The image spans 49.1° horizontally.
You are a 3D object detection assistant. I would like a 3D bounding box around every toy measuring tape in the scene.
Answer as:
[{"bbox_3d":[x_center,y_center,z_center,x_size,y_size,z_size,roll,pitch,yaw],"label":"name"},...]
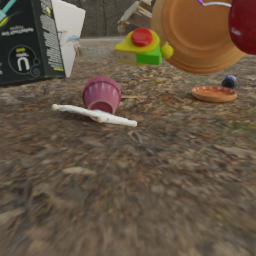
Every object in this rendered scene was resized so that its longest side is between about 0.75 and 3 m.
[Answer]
[{"bbox_3d":[-0.094,-1.995,6.737,2.372,0.873,0.873,9,23,13],"label":"toy measuring tape"}]

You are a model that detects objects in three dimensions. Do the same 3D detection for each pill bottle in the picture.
[{"bbox_3d":[4.576,-2.032,12.715,0.584,0.584,1.045,9,23,22],"label":"pill bottle"}]

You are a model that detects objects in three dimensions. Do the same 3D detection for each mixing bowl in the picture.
[{"bbox_3d":[2.837,-1.910,4.640,2.008,2.008,1.088,-6,42,-16],"label":"mixing bowl"}]

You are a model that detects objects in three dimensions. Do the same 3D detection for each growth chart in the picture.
[{"bbox_3d":[-0.509,-0.195,3.980,1.260,0.112,0.912,15,5,43],"label":"growth chart"}]

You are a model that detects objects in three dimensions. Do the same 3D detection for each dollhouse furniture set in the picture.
[{"bbox_3d":[0.462,-3.329,9.830,1.428,1.220,2.755,22,-9,-23],"label":"dollhouse furniture set"}]

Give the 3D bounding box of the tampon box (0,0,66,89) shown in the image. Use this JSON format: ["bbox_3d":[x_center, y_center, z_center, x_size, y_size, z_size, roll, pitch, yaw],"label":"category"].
[{"bbox_3d":[-2.868,-2.360,6.632,2.029,2.707,1.709,-8,9,4],"label":"tampon box"}]

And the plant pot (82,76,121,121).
[{"bbox_3d":[-0.851,-0.841,8.971,1.270,1.270,1.137,-1,37,-3],"label":"plant pot"}]

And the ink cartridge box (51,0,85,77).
[{"bbox_3d":[-2.851,-3.105,9.310,1.749,2.375,1.718,28,21,26],"label":"ink cartridge box"}]

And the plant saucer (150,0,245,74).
[{"bbox_3d":[1.977,-2.847,7.329,2.802,2.802,0.524,4,0,9],"label":"plant saucer"}]

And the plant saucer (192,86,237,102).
[{"bbox_3d":[3.506,-1.378,11.461,1.775,0.286,1.775,0,22,0],"label":"plant saucer"}]

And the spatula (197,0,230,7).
[{"bbox_3d":[2.225,-2.700,6.350,2.785,0.286,0.787,25,30,-1],"label":"spatula"}]
